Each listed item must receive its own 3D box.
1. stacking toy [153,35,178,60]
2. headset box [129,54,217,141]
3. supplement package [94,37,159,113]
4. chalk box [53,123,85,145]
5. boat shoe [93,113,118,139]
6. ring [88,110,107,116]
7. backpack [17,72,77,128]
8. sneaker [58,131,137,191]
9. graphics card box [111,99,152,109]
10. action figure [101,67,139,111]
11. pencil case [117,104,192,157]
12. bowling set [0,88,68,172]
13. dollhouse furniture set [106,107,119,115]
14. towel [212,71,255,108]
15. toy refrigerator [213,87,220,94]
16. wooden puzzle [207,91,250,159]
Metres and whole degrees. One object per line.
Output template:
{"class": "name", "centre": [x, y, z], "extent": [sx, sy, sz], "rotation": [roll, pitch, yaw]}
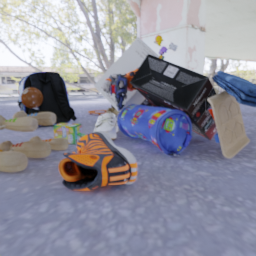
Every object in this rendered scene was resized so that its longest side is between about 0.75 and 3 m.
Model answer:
{"class": "stacking toy", "centre": [0.975, -2.198, 8.752], "extent": [0.916, 1.215, 0.285], "rotation": [0, 32, -49]}
{"class": "headset box", "centre": [1.675, -0.813, 8.640], "extent": [2.115, 1.067, 2.845], "rotation": [32, -2, 35]}
{"class": "supplement package", "centre": [0.184, -1.757, 10.048], "extent": [1.389, 2.291, 1.372], "rotation": [46, 9, 14]}
{"class": "chalk box", "centre": [-1.774, 0.175, 8.686], "extent": [0.915, 0.566, 0.569], "rotation": [2, 10, 13]}
{"class": "boat shoe", "centre": [-0.780, -0.106, 9.609], "extent": [0.823, 0.805, 2.323], "rotation": [1, 10, 1]}
{"class": "ring", "centre": [-1.485, -0.885, 16.334], "extent": [1.720, 0.165, 1.720], "rotation": [1, 10, 0]}
{"class": "backpack", "centre": [-3.611, -1.246, 11.996], "extent": [2.389, 2.276, 1.840], "rotation": [-9, 13, -38]}
{"class": "sneaker", "centre": [-0.848, 0.577, 5.493], "extent": [1.200, 0.831, 2.142], "rotation": [-4, 10, -31]}
{"class": "graphics card box", "centre": [0.583, -1.208, 11.343], "extent": [2.301, 1.443, 0.585], "rotation": [17, -2, 25]}
{"class": "action figure", "centre": [-0.159, -1.312, 8.841], "extent": [1.472, 1.521, 0.796], "rotation": [-14, 54, -22]}
{"class": "pencil case", "centre": [0.718, -0.037, 8.184], "extent": [1.274, 1.145, 2.934], "rotation": [34, -5, -24]}
{"class": "bowling set", "centre": [-2.592, -0.064, 6.829], "extent": [1.379, 1.788, 2.569], "rotation": [1, 6, 14]}
{"class": "dollhouse furniture set", "centre": [-0.350, -0.812, 15.205], "extent": [1.351, 0.751, 1.195], "rotation": [13, 44, 13]}
{"class": "towel", "centre": [2.677, -0.896, 6.564], "extent": [0.925, 0.402, 1.656], "rotation": [13, 22, -12]}
{"class": "toy refrigerator", "centre": [2.819, -1.240, 10.710], "extent": [0.831, 0.766, 2.189], "rotation": [34, 10, 7]}
{"class": "wooden puzzle", "centre": [2.553, -0.147, 7.249], "extent": [0.360, 1.554, 1.439], "rotation": [-14, 7, 45]}
